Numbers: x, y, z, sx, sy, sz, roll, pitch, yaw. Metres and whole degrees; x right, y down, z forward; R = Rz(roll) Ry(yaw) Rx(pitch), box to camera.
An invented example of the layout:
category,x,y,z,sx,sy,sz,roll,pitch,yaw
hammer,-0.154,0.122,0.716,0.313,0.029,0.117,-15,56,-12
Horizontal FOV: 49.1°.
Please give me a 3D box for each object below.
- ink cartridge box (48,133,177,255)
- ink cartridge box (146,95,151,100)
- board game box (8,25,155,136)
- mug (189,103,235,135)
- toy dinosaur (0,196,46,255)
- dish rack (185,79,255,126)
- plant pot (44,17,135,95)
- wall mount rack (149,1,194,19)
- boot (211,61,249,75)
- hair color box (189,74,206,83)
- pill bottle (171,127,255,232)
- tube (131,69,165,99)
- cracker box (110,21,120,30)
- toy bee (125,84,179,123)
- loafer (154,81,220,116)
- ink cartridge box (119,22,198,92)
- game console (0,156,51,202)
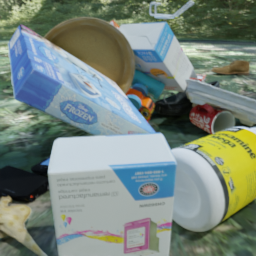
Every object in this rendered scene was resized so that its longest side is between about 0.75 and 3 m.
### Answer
category,x,y,z,sx,sy,sz,roll,pitch,yaw
ink cartridge box,-0.178,1.072,3.448,1.329,1.839,0.779,-3,26,-7
ink cartridge box,-0.047,-0.973,10.147,1.145,0.522,1.389,19,21,40
board game box,-1.048,-0.863,6.182,2.961,0.645,2.976,28,17,-37
mug,2.389,-0.363,8.194,0.803,1.069,1.204,-19,22,-15
toy dinosaur,-1.882,1.458,4.246,0.909,0.523,1.798,-15,26,-37
dish rack,2.873,-0.640,8.213,2.615,0.569,2.245,20,3,13
plant pot,-1.142,-1.612,7.590,2.682,2.682,0.368,-6,32,-14
wall mount rack,1.291,-3.485,8.274,1.192,0.512,1.372,8,24,14
boot,6.025,-3.576,16.547,2.240,0.845,0.825,-1,23,0
hair color box,2.626,-2.277,13.525,1.994,0.637,1.106,11,23,22
pill bottle,1.729,0.734,4.964,2.362,1.328,1.328,-16,27,-35
tube,0.126,-1.583,8.641,2.052,0.517,0.795,27,-24,-7
cracker box,-0.916,-2.346,9.547,2.336,0.674,1.565,-27,-31,25
toy bee,0.270,-0.624,8.560,2.233,1.214,1.462,34,56,30
loafer,2.127,-1.101,9.980,2.787,0.978,0.946,-14,30,-24
ink cartridge box,0.934,-1.986,8.838,1.623,0.956,2.819,13,-15,37
game console,-1.927,0.889,6.036,1.232,0.252,2.089,11,23,24
